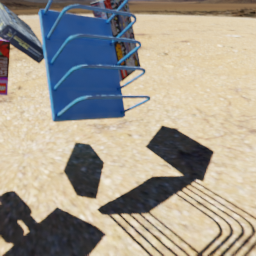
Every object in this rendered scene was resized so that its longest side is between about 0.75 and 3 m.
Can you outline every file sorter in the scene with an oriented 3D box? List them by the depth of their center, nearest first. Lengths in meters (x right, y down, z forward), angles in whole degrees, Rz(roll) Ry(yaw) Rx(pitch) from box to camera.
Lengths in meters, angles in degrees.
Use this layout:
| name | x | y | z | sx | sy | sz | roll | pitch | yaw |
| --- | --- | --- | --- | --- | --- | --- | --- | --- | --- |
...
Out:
| name | x | y | z | sx | sy | sz | roll | pitch | yaw |
| --- | --- | --- | --- | --- | --- | --- | --- | --- | --- |
| file sorter | -0.795 | -1.757 | 6.748 | 1.992 | 2.871 | 1.761 | -5 | -8 | -31 |

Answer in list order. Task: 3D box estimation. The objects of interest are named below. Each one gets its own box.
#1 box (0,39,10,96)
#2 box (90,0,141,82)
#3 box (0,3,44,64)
| name | x | y | z | sx | sy | sz | roll | pitch | yaw |
| --- | --- | --- | --- | --- | --- | --- | --- | --- | --- |
| box | -3.515 | -1.339 | 5.978 | 0.364 | 1.272 | 1.859 | 25 | 22 | 39 |
| box | -0.312 | -2.954 | 9.257 | 0.496 | 2.486 | 1.702 | 0 | 28 | 28 |
| box | -3.415 | -2.961 | 8.485 | 1.933 | 0.493 | 1.525 | 52 | 10 | 32 |
